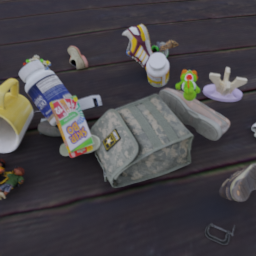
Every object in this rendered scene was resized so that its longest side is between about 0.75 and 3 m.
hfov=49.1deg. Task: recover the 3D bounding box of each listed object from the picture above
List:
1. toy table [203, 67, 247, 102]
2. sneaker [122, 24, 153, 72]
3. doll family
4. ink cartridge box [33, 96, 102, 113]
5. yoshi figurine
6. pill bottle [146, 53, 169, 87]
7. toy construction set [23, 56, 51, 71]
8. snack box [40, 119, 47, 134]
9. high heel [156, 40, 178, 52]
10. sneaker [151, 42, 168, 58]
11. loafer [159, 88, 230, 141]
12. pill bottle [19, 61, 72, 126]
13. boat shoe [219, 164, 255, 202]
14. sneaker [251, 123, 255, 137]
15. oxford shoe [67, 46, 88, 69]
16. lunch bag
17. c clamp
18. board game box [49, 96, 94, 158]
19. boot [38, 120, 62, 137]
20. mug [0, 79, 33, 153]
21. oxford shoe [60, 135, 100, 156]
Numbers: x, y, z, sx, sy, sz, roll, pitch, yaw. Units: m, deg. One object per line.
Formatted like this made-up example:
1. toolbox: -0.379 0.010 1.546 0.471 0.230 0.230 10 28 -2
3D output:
1. toy table: 4.126 -1.792 11.962 1.632 0.956 1.500 2 45 1
2. sneaker: 0.524 -3.256 12.606 1.132 2.512 0.941 -22 21 -5
3. doll family: -3.972 1.503 8.751 2.041 0.801 1.180 17 52 21
4. ink cartridge box: -2.203 -0.709 10.374 2.295 0.450 1.141 -13 6 11
5. yoshi figurine: 1.790 -1.212 8.291 0.652 0.655 1.165 39 37 -18
6. pill bottle: 0.997 -1.954 9.409 0.746 1.343 0.746 -2 76 6
7. toy construction set: -4.387 -3.029 13.396 0.992 0.697 1.513 -45 48 -8
8. snack box: -2.778 -0.099 10.753 1.145 0.212 0.665 -4 43 -4
9. high heel: 1.760 -3.418 11.938 1.002 0.358 0.714 -4 45 -13
10. sneaker: 1.511 -3.795 14.058 0.792 0.865 2.029 17 46 17
11. loafer: 2.314 -0.605 9.983 0.861 0.984 2.738 -33 58 -27
12. pill bottle: -2.537 -1.115 8.833 1.065 1.065 1.919 -38 91 -32
13. boat shoe: 3.243 1.501 8.026 1.962 0.731 0.719 -13 0 -43
14. sneaker: 5.102 -0.157 10.552 0.781 0.587 1.567 14 46 14
15. oxford shoe: -2.679 -3.513 13.946 0.663 0.636 1.796 -26 50 -21
16. lunch bag: 0.255 0.437 9.202 2.875 1.690 2.358 -21 46 -12
17. c clamp: 2.546 2.903 7.807 0.766 0.104 0.654 16 52 13
18. board game box: -1.616 -0.042 8.225 0.819 0.257 1.714 -20 91 -37
19. boot: -2.365 -0.039 9.810 1.914 1.250 0.648 9 78 3
20. mug: -4.182 -0.449 9.941 2.240 1.794 1.839 -31 24 29
21. oxford shoe: -1.550 0.610 9.346 1.712 0.494 0.644 -16 69 33
